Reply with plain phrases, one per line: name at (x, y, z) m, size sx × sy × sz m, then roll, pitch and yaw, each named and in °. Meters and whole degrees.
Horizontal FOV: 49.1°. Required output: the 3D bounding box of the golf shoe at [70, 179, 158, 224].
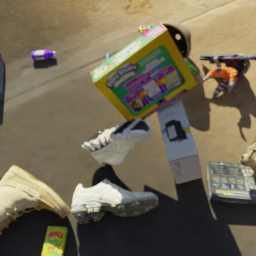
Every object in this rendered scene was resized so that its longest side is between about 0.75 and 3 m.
golf shoe at (-0.444, 2.178, 9.088) m, size 2.795 × 1.094 × 1.359 m, roll -5°, pitch 48°, yaw -5°

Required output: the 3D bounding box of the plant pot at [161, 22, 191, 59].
plant pot at (2.063, -3.999, 13.071) m, size 2.184 × 2.184 × 1.895 m, roll 24°, pitch 42°, yaw 16°

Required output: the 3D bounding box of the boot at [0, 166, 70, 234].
boot at (-3.377, 2.603, 8.773) m, size 2.695 × 0.981 × 2.095 m, roll 27°, pitch 58°, yaw 20°

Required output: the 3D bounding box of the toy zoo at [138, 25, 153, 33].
toy zoo at (0.954, -5.307, 15.074) m, size 0.864 × 0.088 × 0.567 m, roll -4°, pitch 54°, yaw -3°

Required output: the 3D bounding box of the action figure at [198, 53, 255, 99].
action figure at (4.250, -2.520, 12.625) m, size 2.607 × 1.410 × 2.695 m, roll -35°, pitch 35°, yaw -30°

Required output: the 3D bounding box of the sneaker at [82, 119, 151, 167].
sneaker at (-0.257, 0.549, 9.233) m, size 1.127 × 3.000 × 1.216 m, roll -37°, pitch 102°, yaw -40°

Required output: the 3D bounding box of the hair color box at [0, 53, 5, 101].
hair color box at (-6.264, -2.251, 12.445) m, size 1.244 × 0.753 × 2.487 m, roll -10°, pitch 55°, yaw -7°

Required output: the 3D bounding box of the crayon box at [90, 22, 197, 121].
crayon box at (0.532, -1.578, 8.932) m, size 2.619 × 2.260 × 0.764 m, roll -34°, pitch 38°, yaw 11°

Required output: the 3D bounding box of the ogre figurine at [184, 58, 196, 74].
ogre figurine at (2.107, -2.592, 12.213) m, size 1.584 × 0.950 × 0.777 m, roll 11°, pitch 64°, yaw 25°

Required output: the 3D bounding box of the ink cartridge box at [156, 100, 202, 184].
ink cartridge box at (1.751, 0.494, 9.629) m, size 0.957 × 1.685 × 2.312 m, roll -16°, pitch 52°, yaw 9°

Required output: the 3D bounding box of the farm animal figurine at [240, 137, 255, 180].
farm animal figurine at (4.617, 1.378, 9.419) m, size 1.776 × 1.106 × 2.199 m, roll 40°, pitch 30°, yaw 17°

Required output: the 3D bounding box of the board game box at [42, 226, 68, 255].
board game box at (-2.239, 3.617, 8.474) m, size 0.590 × 0.277 × 1.161 m, roll 2°, pitch 54°, yaw 2°

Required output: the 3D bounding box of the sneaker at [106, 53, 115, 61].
sneaker at (-0.658, -2.926, 13.023) m, size 0.704 × 0.603 × 1.700 m, roll -6°, pitch 51°, yaw 4°

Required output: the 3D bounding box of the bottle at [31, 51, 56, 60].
bottle at (-4.102, -3.542, 13.622) m, size 1.110 × 0.362 × 0.464 m, roll -5°, pitch 52°, yaw -4°

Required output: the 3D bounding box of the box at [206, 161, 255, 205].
box at (3.622, 1.878, 9.635) m, size 1.725 × 0.440 × 1.360 m, roll 3°, pitch 53°, yaw 2°

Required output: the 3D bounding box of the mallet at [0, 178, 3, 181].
mallet at (-4.855, 1.932, 9.751) m, size 1.265 × 0.260 × 0.416 m, roll 3°, pitch 54°, yaw 7°
